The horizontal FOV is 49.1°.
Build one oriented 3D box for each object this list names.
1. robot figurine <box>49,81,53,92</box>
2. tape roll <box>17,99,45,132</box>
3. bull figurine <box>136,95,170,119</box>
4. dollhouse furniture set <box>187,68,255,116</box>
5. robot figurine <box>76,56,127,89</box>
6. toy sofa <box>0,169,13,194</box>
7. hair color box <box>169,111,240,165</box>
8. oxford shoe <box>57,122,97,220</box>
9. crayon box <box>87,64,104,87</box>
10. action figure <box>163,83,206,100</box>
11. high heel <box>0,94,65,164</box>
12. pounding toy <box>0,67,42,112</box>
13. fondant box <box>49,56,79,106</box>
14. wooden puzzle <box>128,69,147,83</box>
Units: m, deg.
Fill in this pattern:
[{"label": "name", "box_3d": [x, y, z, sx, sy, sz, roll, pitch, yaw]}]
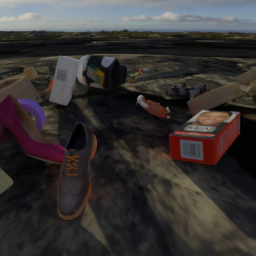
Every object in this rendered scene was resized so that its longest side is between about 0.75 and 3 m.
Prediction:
[{"label": "robot figurine", "box_3d": [-3.018, -1.713, 11.829, 0.802, 0.468, 0.577, -5, -14, 33]}, {"label": "tape roll", "box_3d": [-2.675, -0.241, 7.250, 0.969, 0.969, 0.318, -1, 26, -3]}, {"label": "bull figurine", "box_3d": [0.797, -0.645, 8.771, 0.721, 0.387, 1.188, 5, 27, -45]}, {"label": "dollhouse furniture set", "box_3d": [3.816, -0.377, 8.381, 2.946, 2.400, 2.802, -26, -4, 40]}, {"label": "robot figurine", "box_3d": [-1.232, -2.493, 12.693, 2.287, 1.427, 1.718, 11, -20, 13]}, {"label": "toy sofa", "box_3d": [-3.300, 0.519, 5.529, 1.376, 1.168, 2.820, -37, 32, -10]}, {"label": "hair color box", "box_3d": [1.995, 0.153, 7.027, 1.088, 0.656, 2.143, 5, 20, 34]}, {"label": "oxford shoe", "box_3d": [-0.978, 0.703, 4.940, 0.613, 0.627, 1.719, -2, 58, 9]}, {"label": "crayon box", "box_3d": [-1.261, -2.100, 11.246, 0.880, 0.553, 0.227, 41, 60, 14]}, {"label": "action figure", "box_3d": [2.253, -1.547, 11.567, 1.801, 0.625, 1.172, 12, 30, 36]}, {"label": "high heel", "box_3d": [-2.074, 0.044, 6.326, 2.304, 1.108, 0.777, 20, -4, 9]}, {"label": "pounding toy", "box_3d": [-3.590, -1.032, 8.855, 1.909, 0.994, 2.173, 4, 39, 42]}, {"label": "fondant box", "box_3d": [-2.304, -1.802, 10.356, 0.634, 1.571, 2.178, 14, 11, -9]}, {"label": "wooden puzzle", "box_3d": [0.368, -2.225, 11.788, 1.017, 0.119, 0.686, -32, 25, 19]}]
